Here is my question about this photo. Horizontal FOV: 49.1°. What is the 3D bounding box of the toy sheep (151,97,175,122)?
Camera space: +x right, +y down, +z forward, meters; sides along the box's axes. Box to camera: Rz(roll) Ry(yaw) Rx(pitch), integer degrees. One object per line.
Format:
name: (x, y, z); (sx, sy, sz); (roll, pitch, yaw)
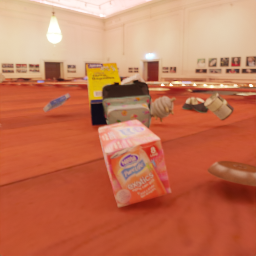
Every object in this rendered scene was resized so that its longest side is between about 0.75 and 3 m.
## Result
toy sheep: (1.196, -0.689, 9.642); (1.130, 0.779, 0.779); (-32, -7, 32)

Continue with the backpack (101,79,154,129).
backpack: (0.004, -0.376, 7.654); (1.355, 1.541, 1.182); (-7, 53, -1)

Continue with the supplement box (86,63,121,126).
supplement box: (-0.822, -1.209, 9.759); (1.113, 1.106, 2.033); (-5, 50, -8)

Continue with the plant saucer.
plant saucer: (1.753, 0.685, 4.407); (0.965, 0.177, 0.965); (8, 7, -1)

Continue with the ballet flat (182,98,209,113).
ballet flat: (3.195, -1.122, 13.359); (0.666, 0.666, 1.822); (-5, 12, -22)

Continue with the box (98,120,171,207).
box: (0.017, 0.458, 4.538); (0.785, 0.850, 1.657); (-14, 12, -7)

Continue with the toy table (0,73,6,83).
toy table: (-5.922, -1.596, 9.863); (2.595, 1.653, 2.823); (-41, 20, -8)

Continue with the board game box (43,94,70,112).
board game box: (-2.966, -1.031, 11.639); (0.905, 0.196, 0.901); (-32, 4, -39)

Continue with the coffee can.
coffee can: (3.063, -0.713, 9.431); (0.793, 0.580, 0.580); (40, 9, -8)

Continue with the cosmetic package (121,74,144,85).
cosmetic package: (0.181, -1.831, 11.733); (0.976, 0.551, 0.396); (-11, 38, 49)
